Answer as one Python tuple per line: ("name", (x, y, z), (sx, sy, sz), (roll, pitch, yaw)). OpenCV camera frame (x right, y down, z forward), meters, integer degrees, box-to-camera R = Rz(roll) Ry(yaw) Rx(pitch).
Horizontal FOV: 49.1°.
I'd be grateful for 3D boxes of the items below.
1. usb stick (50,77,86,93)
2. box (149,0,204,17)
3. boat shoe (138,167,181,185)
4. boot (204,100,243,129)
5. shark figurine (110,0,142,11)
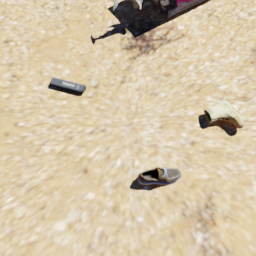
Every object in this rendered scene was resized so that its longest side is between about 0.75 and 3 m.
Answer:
("usb stick", (-1.675, -1.184, 7.782), (1.002, 0.163, 0.278), (15, 62, 8))
("box", (1.963, -5.215, 9.229), (2.713, 1.557, 1.793), (-30, 65, -16))
("boat shoe", (0.737, 1.088, 6.393), (1.012, 0.366, 0.366), (-10, 61, -5))
("boot", (2.434, -0.252, 7.167), (0.694, 0.325, 0.893), (-22, 62, -12))
("shark figurine", (0.145, -3.800, 8.452), (1.331, 0.795, 0.555), (-19, 86, -48))
